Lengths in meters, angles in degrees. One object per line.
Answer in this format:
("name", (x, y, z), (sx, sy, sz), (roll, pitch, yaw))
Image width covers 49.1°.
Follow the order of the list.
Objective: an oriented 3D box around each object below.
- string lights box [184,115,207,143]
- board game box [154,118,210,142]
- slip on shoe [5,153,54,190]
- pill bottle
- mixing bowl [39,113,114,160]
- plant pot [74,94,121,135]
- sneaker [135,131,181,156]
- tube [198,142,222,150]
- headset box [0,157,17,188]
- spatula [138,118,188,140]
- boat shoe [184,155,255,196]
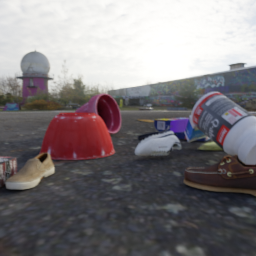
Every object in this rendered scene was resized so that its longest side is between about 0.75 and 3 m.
("string lights box", (2.684, -0.027, 10.639), (0.828, 0.475, 1.611), (-16, -24, -3))
("board game box", (3.396, -0.008, 14.411), (2.985, 0.921, 2.987), (-4, 7, -45))
("slip on shoe", (-2.221, 0.974, 6.476), (0.652, 0.519, 1.715), (1, 6, 13))
("pill bottle", (3.110, -0.011, 8.491), (1.335, 1.335, 2.305), (-3, 35, -32))
("mixing bowl", (-1.814, 0.188, 9.958), (2.656, 1.439, 2.656), (-1, 6, 0))
("plant pot", (-1.782, -0.557, 15.087), (1.980, 2.213, 2.213), (-14, -3, 32))
("sneaker", (0.969, 0.612, 8.954), (1.597, 0.643, 0.610), (-18, -29, -24))
("tube", (3.364, 0.661, 10.445), (1.465, 0.425, 0.380), (-3, 28, -9))
("headset box", (-3.186, 0.996, 6.129), (1.052, 0.546, 1.414), (0, 5, 2))
("spatula", (1.528, 0.158, 12.702), (2.610, 0.738, 0.268), (-20, -48, 32))
("boat shoe", (2.239, 0.929, 5.767), (2.200, 0.774, 0.774), (1, 8, 25))
